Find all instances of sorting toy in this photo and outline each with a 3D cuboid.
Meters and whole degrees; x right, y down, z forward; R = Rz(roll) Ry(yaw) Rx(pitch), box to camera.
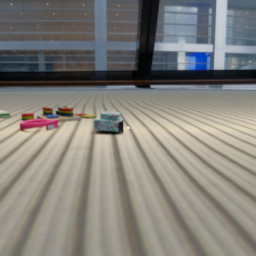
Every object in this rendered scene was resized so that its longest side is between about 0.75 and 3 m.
[{"bbox_3d":[-2.626,-0.564,10.925,2.762,0.467,1.332,-6,12,-32],"label":"sorting toy"}]

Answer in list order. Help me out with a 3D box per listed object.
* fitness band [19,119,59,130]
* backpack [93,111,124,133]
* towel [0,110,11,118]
[{"bbox_3d":[-2.840,-0.122,8.990,1.011,0.264,1.408,2,8,11],"label":"fitness band"},{"bbox_3d":[-0.588,-0.150,8.238,0.877,0.661,0.779,-5,9,3],"label":"backpack"},{"bbox_3d":[-6.043,-0.563,11.670,1.600,0.245,2.097,-10,15,-44],"label":"towel"}]
